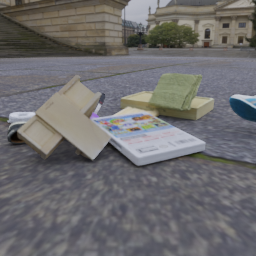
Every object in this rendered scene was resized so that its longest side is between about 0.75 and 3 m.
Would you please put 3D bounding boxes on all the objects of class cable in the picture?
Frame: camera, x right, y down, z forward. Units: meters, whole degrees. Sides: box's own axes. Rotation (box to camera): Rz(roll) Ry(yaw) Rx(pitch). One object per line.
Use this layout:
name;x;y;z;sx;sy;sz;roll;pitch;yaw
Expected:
cable;-3.265;-0.304;8.709;0.803;0.278;0.803;-14;22;-39

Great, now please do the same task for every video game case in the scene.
video game case;0.355;0.138;6.969;1.824;0.230;2.547;-9;24;-28

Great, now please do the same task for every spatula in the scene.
spatula;-0.960;-0.668;9.035;0.145;0.400;1.415;-36;26;43

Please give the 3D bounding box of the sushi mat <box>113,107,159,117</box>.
sushi mat;0.037;-0.269;8.783;1.244;0.157;2.600;8;19;22

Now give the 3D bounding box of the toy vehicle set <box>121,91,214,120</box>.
toy vehicle set;1.447;-0.907;10.442;2.991;0.396;1.858;11;20;32

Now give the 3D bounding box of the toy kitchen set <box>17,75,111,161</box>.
toy kitchen set;-1.334;0.178;6.689;1.544;1.707;1.892;39;62;-1

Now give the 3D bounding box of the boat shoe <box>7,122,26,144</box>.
boat shoe;-2.173;0.056;7.052;1.641;0.589;0.555;-12;19;-11

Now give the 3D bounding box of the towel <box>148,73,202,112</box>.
towel;1.484;-1.159;9.046;0.327;1.330;1.792;34;-11;-37

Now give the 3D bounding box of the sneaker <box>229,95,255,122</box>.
sneaker;3.635;-0.575;7.637;1.716;0.657;0.693;24;58;35
